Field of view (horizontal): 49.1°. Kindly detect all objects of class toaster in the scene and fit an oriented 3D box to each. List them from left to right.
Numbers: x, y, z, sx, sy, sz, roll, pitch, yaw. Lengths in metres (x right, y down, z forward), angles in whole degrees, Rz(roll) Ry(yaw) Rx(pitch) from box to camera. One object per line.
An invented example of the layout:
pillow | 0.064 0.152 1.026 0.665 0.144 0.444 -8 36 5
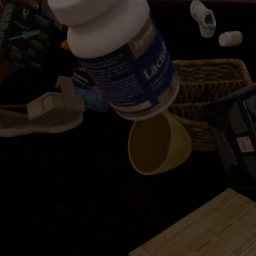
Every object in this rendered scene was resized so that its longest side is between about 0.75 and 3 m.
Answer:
toaster | -1.643 -4.089 8.542 1.088 1.834 1.659 36 47 9

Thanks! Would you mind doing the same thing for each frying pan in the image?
frying pan | -3.146 0.158 8.163 0.830 0.223 1.373 -17 38 -36

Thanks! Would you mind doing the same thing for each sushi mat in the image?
sushi mat | 1.519 2.019 4.976 2.797 0.169 1.338 -20 36 -31

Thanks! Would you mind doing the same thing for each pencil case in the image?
pencil case | -1.432 -1.072 9.764 1.671 0.772 0.711 13 33 23

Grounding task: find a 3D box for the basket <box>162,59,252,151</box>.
basket | 2.104 -0.667 7.790 2.739 2.041 1.955 -2 30 -5

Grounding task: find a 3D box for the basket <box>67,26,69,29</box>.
basket | -1.003 -3.118 6.934 1.078 1.032 1.446 -38 15 -26

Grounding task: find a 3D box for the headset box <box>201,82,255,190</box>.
headset box | 3.240 -0.056 6.551 2.720 2.025 1.051 -24 4 -35

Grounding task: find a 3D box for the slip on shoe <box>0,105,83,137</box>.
slip on shoe | -2.606 -0.386 8.362 2.645 0.801 1.006 -7 31 -27

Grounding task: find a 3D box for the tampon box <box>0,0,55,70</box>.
tampon box | -2.053 -1.767 5.424 0.661 1.047 0.785 19 1 42

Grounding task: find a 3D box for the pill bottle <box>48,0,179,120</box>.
pill bottle | -0.131 -1.303 4.576 1.374 2.375 1.374 -16 50 20

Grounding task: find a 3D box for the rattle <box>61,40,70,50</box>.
rattle | -1.007 -3.950 9.729 1.935 2.709 1.764 11 47 -29

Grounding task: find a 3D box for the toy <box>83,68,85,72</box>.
toy | -0.930 -2.709 9.097 0.427 1.807 1.040 27 33 13

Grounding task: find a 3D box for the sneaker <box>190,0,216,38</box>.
sneaker | 2.745 -4.059 10.095 0.596 0.629 1.558 -17 71 -10

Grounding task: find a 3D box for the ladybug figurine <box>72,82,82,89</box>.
ladybug figurine | -2.040 -1.704 10.959 0.417 0.788 1.160 41 63 7

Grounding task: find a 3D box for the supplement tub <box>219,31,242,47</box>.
supplement tub | 6.377 -5.536 17.444 1.184 0.861 0.861 -12 32 -19

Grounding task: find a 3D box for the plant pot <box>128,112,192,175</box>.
plant pot | 0.880 0.390 6.769 1.086 1.529 1.529 11 20 -36

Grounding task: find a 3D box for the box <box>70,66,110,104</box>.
box | -0.928 -1.912 10.789 1.737 0.503 2.186 32 34 5

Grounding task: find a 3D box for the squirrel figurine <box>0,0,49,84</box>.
squirrel figurine | -2.942 -2.231 6.418 1.689 2.228 2.387 37 14 8

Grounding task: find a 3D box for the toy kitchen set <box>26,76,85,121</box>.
toy kitchen set | -1.613 -0.632 6.196 0.842 0.761 0.933 -20 -12 34
